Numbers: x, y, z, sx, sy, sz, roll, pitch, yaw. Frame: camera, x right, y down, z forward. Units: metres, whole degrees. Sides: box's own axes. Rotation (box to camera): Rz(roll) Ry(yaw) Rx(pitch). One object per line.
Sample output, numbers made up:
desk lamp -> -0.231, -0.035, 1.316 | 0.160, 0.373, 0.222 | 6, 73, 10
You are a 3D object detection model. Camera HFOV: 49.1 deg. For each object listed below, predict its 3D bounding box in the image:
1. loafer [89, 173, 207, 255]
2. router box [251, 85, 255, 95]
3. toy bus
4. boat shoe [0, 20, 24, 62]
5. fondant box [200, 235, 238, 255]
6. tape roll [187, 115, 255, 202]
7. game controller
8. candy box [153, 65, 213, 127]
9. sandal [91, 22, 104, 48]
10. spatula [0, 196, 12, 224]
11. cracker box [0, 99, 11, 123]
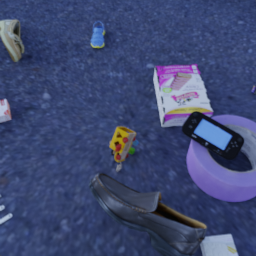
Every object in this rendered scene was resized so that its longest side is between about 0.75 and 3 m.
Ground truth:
loafer -> 0.432, 1.813, 6.391 | 2.849, 1.030, 1.037 | 34, 18, 4
router box -> 5.056, -1.288, 9.706 | 1.170, 0.305, 0.920 | -26, 57, -19
toy bus -> -0.238, 0.492, 7.889 | 0.565, 1.032, 1.094 | 28, 59, 23
boat shoe -> -4.518, -3.548, 11.094 | 0.798, 0.926, 2.538 | -22, 48, -10
fondant box -> 2.136, 3.022, 6.414 | 0.731, 0.295, 1.013 | -5, 54, -4
tape roll -> 2.808, 0.790, 7.696 | 2.257, 0.959, 2.257 | 0, 52, 0
game controller -> 2.214, 0.194, 7.382 | 1.582, 0.333, 0.825 | 32, 60, 16
candy box -> 1.749, -1.125, 9.340 | 1.545, 0.691, 2.265 | -3, 53, -3
sandal -> -1.253, -3.835, 11.484 | 0.563, 0.616, 1.415 | -1, 54, -3
spatula -> -3.756, 2.331, 7.064 | 1.404, 0.113, 0.977 | -33, 58, -22
cracker box -> -4.410, -0.466, 9.079 | 1.059, 0.305, 0.709 | -17, 54, -13
